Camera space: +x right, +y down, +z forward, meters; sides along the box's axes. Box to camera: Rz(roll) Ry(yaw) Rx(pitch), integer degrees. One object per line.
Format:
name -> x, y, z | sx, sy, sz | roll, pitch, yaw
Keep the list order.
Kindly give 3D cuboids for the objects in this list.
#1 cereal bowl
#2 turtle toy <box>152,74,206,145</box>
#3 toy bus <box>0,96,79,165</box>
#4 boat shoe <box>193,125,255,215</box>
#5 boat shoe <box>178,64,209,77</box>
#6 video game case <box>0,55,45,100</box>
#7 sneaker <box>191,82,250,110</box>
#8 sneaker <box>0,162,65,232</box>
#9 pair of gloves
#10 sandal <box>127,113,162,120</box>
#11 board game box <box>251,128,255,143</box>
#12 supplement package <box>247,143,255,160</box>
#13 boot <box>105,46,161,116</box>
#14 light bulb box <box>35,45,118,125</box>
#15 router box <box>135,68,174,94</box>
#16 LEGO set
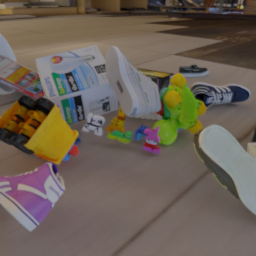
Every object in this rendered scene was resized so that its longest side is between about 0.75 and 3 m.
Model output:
cereal bowl -> -5.700, -2.643, 11.538 | 1.120, 2.688, 2.688 | -11, 27, 8
turtle toy -> 1.440, -0.459, 8.637 | 1.146, 1.653, 2.268 | -20, 33, 41
toy bus -> -2.175, 0.198, 7.147 | 1.891, 1.815, 1.283 | 12, 63, 40
boat shoe -> 2.241, 0.922, 5.817 | 0.831, 2.324, 0.695 | -41, 1, -12
boat shoe -> 3.370, -2.951, 14.278 | 1.694, 0.601, 0.611 | -10, 29, -18
video game case -> -4.582, -2.144, 11.811 | 2.773, 0.242, 1.983 | 26, 26, -10
sneaker -> 3.492, -1.174, 10.732 | 2.257, 0.791, 1.224 | 9, 31, 15
sneaker -> -2.010, 1.171, 5.647 | 2.129, 0.772, 1.214 | 12, 52, 44
pair of gloves -> -2.297, 0.390, 8.394 | 1.740, 0.198, 1.399 | -22, 36, -37
sandal -> 1.195, -0.773, 10.048 | 2.722, 0.669, 1.108 | -3, 30, -10
board game box -> 4.112, 0.607, 7.893 | 1.266, 0.264, 1.872 | 14, 31, 26
supplement package -> 3.237, 0.881, 6.489 | 0.753, 0.748, 0.993 | -2, 23, 12
boot -> 0.143, -1.393, 8.340 | 1.132, 0.871, 2.368 | -5, 65, -33
light bulb box -> -1.765, -1.481, 9.649 | 2.241, 1.398, 2.221 | -18, 52, -15
router box -> 0.372, -2.062, 11.916 | 2.638, 0.689, 2.074 | 13, 22, 23
LEGO set -> -0.042, -0.137, 8.167 | 2.333, 0.957, 0.890 | 16, 18, 10
